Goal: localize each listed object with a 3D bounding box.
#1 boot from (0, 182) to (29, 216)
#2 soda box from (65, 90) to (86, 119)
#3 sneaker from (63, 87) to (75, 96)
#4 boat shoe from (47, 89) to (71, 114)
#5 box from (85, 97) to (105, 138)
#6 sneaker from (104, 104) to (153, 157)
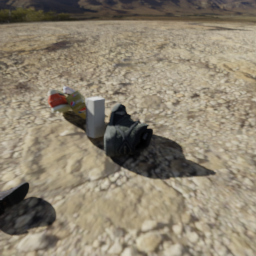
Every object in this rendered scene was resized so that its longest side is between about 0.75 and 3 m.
[{"bbox_3d":[-3.586,1.752,7.545,1.271,0.505,1.460,17,34,29],"label":"boot"},{"bbox_3d":[-1.919,-0.907,11.390,0.588,0.622,1.836,-31,-11,-1],"label":"soda box"},{"bbox_3d":[-2.779,-1.639,13.676,0.411,0.399,1.126,1,-13,31],"label":"sneaker"},{"bbox_3d":[-2.822,-1.094,11.870,0.910,0.800,2.558,-21,1,0],"label":"boat shoe"},{"bbox_3d":[-1.231,-0.393,10.540,0.500,1.462,0.601,16,21,39],"label":"box"},{"bbox_3d":[0.053,0.039,10.325,1.638,1.093,2.859,2,30,1],"label":"sneaker"}]
